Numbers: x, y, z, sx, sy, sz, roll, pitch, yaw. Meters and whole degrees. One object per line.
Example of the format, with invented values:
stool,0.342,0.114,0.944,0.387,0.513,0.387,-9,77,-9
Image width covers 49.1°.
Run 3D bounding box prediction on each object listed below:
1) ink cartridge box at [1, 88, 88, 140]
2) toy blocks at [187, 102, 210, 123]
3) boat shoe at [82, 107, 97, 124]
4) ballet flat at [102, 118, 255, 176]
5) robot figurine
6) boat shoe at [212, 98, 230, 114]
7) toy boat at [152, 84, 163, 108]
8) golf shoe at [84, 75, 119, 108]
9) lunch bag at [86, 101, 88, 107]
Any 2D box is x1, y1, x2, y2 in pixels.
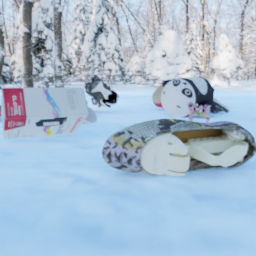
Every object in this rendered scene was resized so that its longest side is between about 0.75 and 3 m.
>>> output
ink cartridge box,-2.101,-0.361,6.977,1.896,0.785,1.382,-5,-20,-26
toy blocks,2.416,-0.617,9.563,0.750,0.803,0.676,1,-26,9
boat shoe,-1.721,-0.359,9.324,0.557,0.610,1.696,-19,-6,30
ballet flat,0.912,0.326,4.325,2.562,0.922,0.922,-4,10,-18
robot figurine,2.552,-1.348,11.781,2.611,1.630,1.962,-14,8,-42
boat shoe,4.135,-0.848,12.867,1.271,0.577,0.450,25,-4,-27
toy boat,2.135,-1.610,14.751,1.303,1.305,1.997,-17,22,38
golf shoe,-1.086,-1.374,13.555,1.405,1.156,2.973,37,-1,16
lunch bag,-2.509,-0.934,11.428,1.390,0.996,1.695,-7,12,-24
